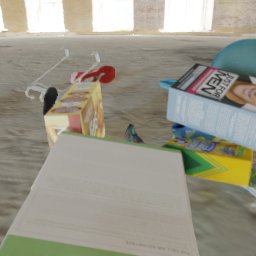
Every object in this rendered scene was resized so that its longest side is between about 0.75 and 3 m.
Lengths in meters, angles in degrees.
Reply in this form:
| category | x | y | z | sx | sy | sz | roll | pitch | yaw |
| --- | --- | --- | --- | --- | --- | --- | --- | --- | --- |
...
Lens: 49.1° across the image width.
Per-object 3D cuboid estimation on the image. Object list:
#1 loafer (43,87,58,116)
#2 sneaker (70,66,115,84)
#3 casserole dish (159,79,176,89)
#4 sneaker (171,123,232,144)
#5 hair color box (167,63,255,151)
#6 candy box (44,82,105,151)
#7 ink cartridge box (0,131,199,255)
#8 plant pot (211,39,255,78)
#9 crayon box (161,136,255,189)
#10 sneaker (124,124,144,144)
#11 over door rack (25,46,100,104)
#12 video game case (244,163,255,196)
| category | x | y | z | sx | sy | sz | roll | pitch | yaw |
| --- | --- | --- | --- | --- | --- | --- | --- | --- | --- |
| loafer | -2.515 | -0.875 | 8.867 | 0.388 | 1.062 | 0.379 | 8 | 34 | -28 |
| sneaker | -1.771 | -2.551 | 13.330 | 1.331 | 0.903 | 2.305 | 19 | 28 | 36 |
| casserole dish | 1.950 | -1.965 | 12.709 | 0.778 | 0.249 | 1.285 | -11 | 25 | -25 |
| sneaker | 1.795 | -0.030 | 6.284 | 1.783 | 0.936 | 0.675 | -22 | 39 | 17 |
| hair color box | 2.274 | -0.371 | 5.473 | 2.709 | 0.821 | 1.341 | 22 | 44 | 26 |
| candy box | -1.047 | -0.028 | 6.266 | 0.704 | 1.469 | 2.546 | -3 | 22 | 4 |
| ink cartridge box | -0.237 | 1.133 | 3.626 | 2.107 | 0.694 | 2.896 | 10 | 30 | -2 |
| plant pot | 3.537 | -1.183 | 8.394 | 2.346 | 2.346 | 2.204 | 8 | 35 | 19 |
| crayon box | 1.672 | 0.598 | 5.377 | 1.884 | 0.486 | 1.184 | 9 | 12 | 23 |
| sneaker | 0.168 | 0.230 | 6.148 | 0.384 | 0.804 | 0.319 | 12 | 47 | 20 |
| over door rack | -2.379 | -1.870 | 10.600 | 1.905 | 0.859 | 2.578 | 18 | 63 | 32 |
| video game case | 2.753 | 1.077 | 5.388 | 1.017 | 0.124 | 1.423 | -7 | 24 | -15 |
